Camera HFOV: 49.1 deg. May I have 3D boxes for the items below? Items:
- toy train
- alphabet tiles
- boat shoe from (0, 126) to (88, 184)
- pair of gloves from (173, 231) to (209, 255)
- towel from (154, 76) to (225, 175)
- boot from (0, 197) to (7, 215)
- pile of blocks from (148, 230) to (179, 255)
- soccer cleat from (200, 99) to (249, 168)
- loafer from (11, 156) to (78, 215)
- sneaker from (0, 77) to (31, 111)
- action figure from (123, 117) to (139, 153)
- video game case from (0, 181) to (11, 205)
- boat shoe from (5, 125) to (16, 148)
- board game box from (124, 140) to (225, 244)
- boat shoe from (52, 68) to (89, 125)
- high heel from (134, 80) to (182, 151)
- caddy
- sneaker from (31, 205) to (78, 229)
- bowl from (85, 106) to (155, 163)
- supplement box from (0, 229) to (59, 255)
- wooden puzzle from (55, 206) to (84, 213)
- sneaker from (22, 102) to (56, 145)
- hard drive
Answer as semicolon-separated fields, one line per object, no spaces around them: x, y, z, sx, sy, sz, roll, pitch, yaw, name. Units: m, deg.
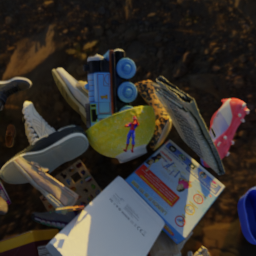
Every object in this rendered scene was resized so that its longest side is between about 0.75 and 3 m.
-0.596;-1.093;8.888;1.576;1.196;2.759;-4;95;-18;toy train
-1.906;2.094;9.111;1.745;0.066;1.459;-34;72;-13;alphabet tiles
-2.440;0.768;8.242;2.655;1.004;0.801;-22;35;-6;boat shoe
1.690;3.757;8.304;1.239;0.255;1.457;-35;72;-14;pair of gloves
1.655;-0.113;8.084;0.453;2.625;2.527;-30;27;1;towel
-3.629;1.580;6.862;1.348;1.447;0.465;54;54;-19;boot
0.421;2.882;8.487;2.583;1.060;0.803;51;118;30;pile of blocks
3.129;0.142;9.631;1.031;0.899;2.696;20;73;51;soccer cleat
-2.155;1.385;7.314;1.979;0.712;0.622;42;66;8;loafer
-4.194;-1.160;9.802;1.559;0.593;1.127;-9;52;9;sneaker
0.065;0.093;7.174;0.319;0.483;0.977;3;64;18;action figure
-3.927;1.519;8.203;0.266;1.486;1.347;-28;104;-26;video game case
-3.920;0.248;9.308;0.280;0.263;0.779;2;75;-8;boat shoe
1.380;1.830;8.551;2.295;0.641;2.247;42;56;16;board game box
-1.629;-1.116;10.022;0.960;1.049;2.806;-36;81;-17;boat shoe
0.678;-0.506;9.859;1.808;0.906;2.537;17;66;15;high heel
4.078;2.683;8.384;1.281;0.951;1.812;-4;67;-1;caddy
-2.034;2.680;8.556;1.722;0.641;0.754;17;68;-7;sneaker
-0.063;0.361;8.747;2.304;2.304;1.240;-20;78;-8;bowl
-2.952;4.198;7.106;2.465;1.659;2.499;-19;69;3;supplement box
-1.297;1.826;6.283;0.611;1.031;0.072;-3;78;-11;wooden puzzle
-3.019;0.115;9.620;0.961;0.891;2.372;-15;67;-24;sneaker
-0.350;2.540;6.701;1.828;0.370;2.772;45;35;7;hard drive
